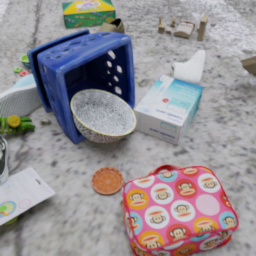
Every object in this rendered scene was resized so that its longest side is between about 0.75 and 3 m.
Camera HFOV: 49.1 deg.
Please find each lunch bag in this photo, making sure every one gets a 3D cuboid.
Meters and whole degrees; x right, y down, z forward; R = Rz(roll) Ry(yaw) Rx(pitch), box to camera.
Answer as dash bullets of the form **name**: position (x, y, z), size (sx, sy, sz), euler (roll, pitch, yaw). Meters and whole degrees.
- **lunch bag**: position (1.155, 1.951, 7.145), size (2.643, 1.083, 2.328), euler (-9, 46, -9)

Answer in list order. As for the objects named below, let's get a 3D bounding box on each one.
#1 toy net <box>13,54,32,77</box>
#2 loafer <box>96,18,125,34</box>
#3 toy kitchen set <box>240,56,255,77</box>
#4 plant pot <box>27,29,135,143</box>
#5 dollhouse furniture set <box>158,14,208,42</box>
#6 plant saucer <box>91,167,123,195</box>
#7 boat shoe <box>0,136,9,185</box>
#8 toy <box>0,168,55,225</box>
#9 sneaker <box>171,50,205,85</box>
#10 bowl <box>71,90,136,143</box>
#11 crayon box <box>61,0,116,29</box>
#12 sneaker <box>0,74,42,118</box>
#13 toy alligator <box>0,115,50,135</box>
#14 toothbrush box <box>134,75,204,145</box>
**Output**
- **toy net**: position (-3.955, -2.545, 12.146), size (2.166, 0.418, 1.136), euler (23, 49, 21)
- **loafer**: position (-1.108, -4.737, 14.004), size (1.006, 0.893, 2.647), euler (22, 49, 21)
- **toy kitchen set**: position (5.811, -1.459, 10.596), size (2.442, 2.701, 2.994), euler (-8, 5, -12)
- **plant pot**: position (-1.641, -1.692, 9.668), size (2.876, 2.876, 2.586), euler (-33, 47, -28)
- **dollhouse furniture set**: position (2.890, -5.483, 14.639), size (2.411, 1.067, 1.250), euler (17, 47, 16)
- **plant saucer**: position (-0.607, 1.559, 8.213), size (0.950, 0.153, 0.950), euler (0, 46, 0)
- **boat shoe**: position (-4.079, 0.668, 8.382), size (0.914, 0.823, 2.585), euler (-17, 34, -22)
- **toy**: position (-3.356, 2.121, 7.247), size (2.585, 0.610, 1.489), euler (-24, 39, -35)
- **sneaker**: position (2.539, -2.709, 12.017), size (1.317, 0.840, 2.280), euler (14, 48, 9)
- **bowl**: position (-0.906, -0.189, 8.930), size (2.106, 0.988, 2.106), euler (17, 39, -14)
- **crayon box**: position (-2.227, -6.466, 15.779), size (2.835, 0.826, 1.684), euler (-9, 46, -9)
- **sneaker**: position (-3.926, -1.291, 10.544), size (1.228, 1.108, 2.998), euler (24, 41, 33)
- **toy alligator**: position (-3.790, -0.065, 9.340), size (2.414, 0.800, 0.580), euler (0, 79, -29)
- **toothbrush box**: position (1.445, -0.705, 9.896), size (1.692, 0.986, 2.311), euler (21, 50, 20)
